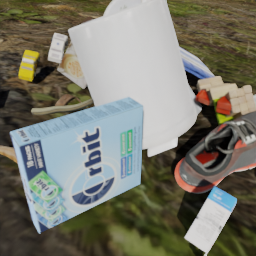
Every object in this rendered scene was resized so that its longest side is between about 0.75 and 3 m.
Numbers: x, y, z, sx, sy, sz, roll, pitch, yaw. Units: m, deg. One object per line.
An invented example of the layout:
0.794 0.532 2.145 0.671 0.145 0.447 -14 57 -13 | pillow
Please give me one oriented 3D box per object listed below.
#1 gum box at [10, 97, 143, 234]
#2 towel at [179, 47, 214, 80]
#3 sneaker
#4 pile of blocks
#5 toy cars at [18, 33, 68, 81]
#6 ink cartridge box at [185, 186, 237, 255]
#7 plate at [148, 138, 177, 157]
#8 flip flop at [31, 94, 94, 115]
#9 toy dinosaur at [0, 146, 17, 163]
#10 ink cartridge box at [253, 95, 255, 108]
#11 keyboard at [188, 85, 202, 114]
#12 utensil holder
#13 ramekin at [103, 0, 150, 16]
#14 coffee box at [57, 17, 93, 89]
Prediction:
-0.714 0.592 4.777 2.091 1.776 0.466 -19 36 -29 | gum box
2.026 -2.183 9.303 1.639 0.266 2.232 22 28 -21 | towel
2.000 0.284 5.156 2.500 1.024 0.963 -33 61 -20 | sneaker
2.336 -0.609 7.320 0.892 1.179 2.872 -11 16 3 | pile of blocks
-2.909 -2.522 9.636 2.252 1.010 0.499 -38 1 -17 | toy cars
1.151 1.422 4.051 0.356 0.608 1.048 29 81 27 | ink cartridge box
0.746 0.149 6.182 0.833 0.831 0.135 -17 30 -28 | plate
-1.027 -0.382 4.417 0.972 0.280 0.394 -9 1 -10 | flip flop
-1.845 0.602 5.216 2.251 1.195 0.680 25 40 2 | toy dinosaur
4.227 -0.303 7.227 1.269 0.731 1.739 -14 34 -22 | ink cartridge box
1.391 -1.406 8.000 0.124 2.333 0.657 -31 4 42 | keyboard
0.123 -1.221 6.332 2.290 2.695 2.290 -17 23 7 | utensil holder
0.042 -2.973 7.763 1.709 1.709 0.796 30 1 39 | ramekin
-1.354 -2.370 9.069 1.132 1.979 0.789 36 47 -10 | coffee box
